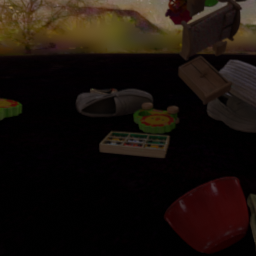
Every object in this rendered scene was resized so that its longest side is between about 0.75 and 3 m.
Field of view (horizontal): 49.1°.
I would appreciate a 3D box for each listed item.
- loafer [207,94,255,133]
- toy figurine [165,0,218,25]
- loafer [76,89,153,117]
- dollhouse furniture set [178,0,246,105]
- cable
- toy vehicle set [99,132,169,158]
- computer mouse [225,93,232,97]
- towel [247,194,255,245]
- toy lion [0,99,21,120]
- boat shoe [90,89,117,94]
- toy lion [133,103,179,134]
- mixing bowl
[{"bbox_3d":[3.470,-0.570,9.007,0.979,0.977,2.800,-6,19,-19],"label":"loafer"},{"bbox_3d":[1.870,-4.150,9.514,1.834,1.377,1.688,-17,-9,-26],"label":"toy figurine"},{"bbox_3d":[-0.422,-0.790,9.931,2.792,0.976,0.974,-6,31,-12],"label":"loafer"},{"bbox_3d":[2.209,-2.179,6.724,1.516,2.925,1.295,-29,59,-10],"label":"dollhouse furniture set"},{"bbox_3d":[4.102,-1.070,8.682,2.913,1.008,2.912,34,15,3],"label":"cable"},{"bbox_3d":[0.196,0.411,7.266,1.639,0.217,1.019,4,19,12],"label":"toy vehicle set"},{"bbox_3d":[4.277,-1.125,11.430,1.485,0.594,2.708,21,21,37],"label":"computer mouse"},{"bbox_3d":[2.511,1.487,3.238,2.146,0.392,1.592,18,21,16],"label":"towel"},{"bbox_3d":[-4.965,-0.642,9.808,2.351,0.842,2.452,0,17,-26],"label":"toy lion"},{"bbox_3d":[-0.751,-1.419,12.234,1.866,0.584,0.664,-3,17,-14],"label":"boat shoe"},{"bbox_3d":[0.831,-0.264,9.012,1.590,0.546,1.524,13,30,34],"label":"toy lion"},{"bbox_3d":[1.122,1.237,3.706,1.156,1.156,0.626,-8,50,-22],"label":"mixing bowl"}]
